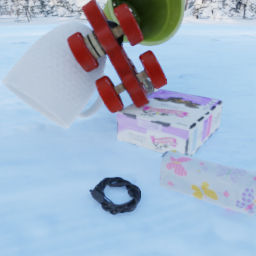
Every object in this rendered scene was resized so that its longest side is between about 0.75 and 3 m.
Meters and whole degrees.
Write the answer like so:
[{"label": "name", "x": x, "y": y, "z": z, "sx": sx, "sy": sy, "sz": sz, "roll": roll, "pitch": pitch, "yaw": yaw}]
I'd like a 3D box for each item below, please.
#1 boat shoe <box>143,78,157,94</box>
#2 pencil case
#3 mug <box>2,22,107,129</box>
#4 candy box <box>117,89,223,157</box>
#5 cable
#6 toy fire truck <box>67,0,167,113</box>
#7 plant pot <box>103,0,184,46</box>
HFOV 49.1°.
[{"label": "boat shoe", "x": 0.561, "y": -1.855, "z": 11.750, "sx": 0.502, "sy": 0.606, "sz": 1.688, "roll": -9, "pitch": 32, "yaw": -26}, {"label": "pencil case", "x": 1.541, "y": 0.987, "z": 5.311, "sx": 1.904, "sy": 0.792, "sz": 0.864, "roll": 14, "pitch": 31, "yaw": 27}, {"label": "mug", "x": -1.679, "y": -1.439, "z": 8.292, "sx": 2.162, "sy": 2.928, "sz": 2.567, "roll": 23, "pitch": 74, "yaw": 42}, {"label": "candy box", "x": 1.212, "y": -0.231, "z": 7.834, "sx": 2.072, "sy": 0.884, "sz": 2.471, "roll": 16, "pitch": 29, "yaw": 30}, {"label": "cable", "x": -0.181, "y": 1.287, "z": 5.377, "sx": 0.857, "sy": 0.267, "sz": 1.050, "roll": -15, "pitch": 26, "yaw": -40}, {"label": "toy fire truck", "x": -0.273, "y": -1.899, "z": 7.485, "sx": 1.627, "sy": 2.902, "sz": 2.437, "roll": -29, "pitch": 18, "yaw": 8}, {"label": "plant pot", "x": 0.174, "y": -3.992, "z": 9.783, "sx": 2.644, "sy": 2.644, "sz": 2.510, "roll": -10, "pitch": 9, "yaw": -20}]
